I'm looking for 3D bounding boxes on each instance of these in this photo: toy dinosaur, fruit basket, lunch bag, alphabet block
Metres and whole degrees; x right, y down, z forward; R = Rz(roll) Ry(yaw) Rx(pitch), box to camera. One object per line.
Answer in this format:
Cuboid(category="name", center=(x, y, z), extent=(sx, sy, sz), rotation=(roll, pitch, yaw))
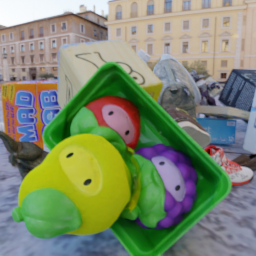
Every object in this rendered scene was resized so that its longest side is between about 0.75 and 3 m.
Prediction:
Cuboid(category="toy dinosaur", center=(-1.845, 0.752, 5.737), extent=(2.499, 0.962, 1.278), rotation=(22, 5, -19))
Cuboid(category="fruit basket", center=(-0.173, 0.474, 3.735), extent=(2.668, 1.924, 2.668), rotation=(43, 9, -9))
Cuboid(category="lunch bag", center=(1.351, -1.125, 8.561), extent=(1.234, 1.485, 1.771), rotation=(-13, 41, 7))
Cuboid(category="alphabet block", center=(-0.480, -0.712, 5.899), extent=(1.586, 1.594, 1.624), rotation=(-15, 53, -25))

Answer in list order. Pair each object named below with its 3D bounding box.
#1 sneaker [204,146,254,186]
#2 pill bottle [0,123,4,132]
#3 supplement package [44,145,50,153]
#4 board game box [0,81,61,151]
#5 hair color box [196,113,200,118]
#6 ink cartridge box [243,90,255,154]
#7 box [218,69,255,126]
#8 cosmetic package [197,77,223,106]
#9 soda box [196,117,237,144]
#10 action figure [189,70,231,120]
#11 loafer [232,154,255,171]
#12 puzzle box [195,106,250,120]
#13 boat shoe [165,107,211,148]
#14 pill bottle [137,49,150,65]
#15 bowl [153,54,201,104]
Cuboid(category="sneaker", center=(2.179, 0.827, 6.281), extent=(1.562, 0.837, 0.522), rotation=(-4, 15, -15))
Cuboid(category="pill bottle", center=(-4.678, -0.004, 11.295), extent=(1.013, 0.569, 0.569), rotation=(-1, 11, -3))
Cuboid(category="supplement package", center=(-1.554, 0.478, 8.219), extent=(1.130, 0.804, 1.451), rotation=(6, 12, 28))
Cuboid(category="board game box", center=(-3.037, -0.543, 9.899), extent=(2.143, 2.145, 2.143), rotation=(-2, 11, -10))
Cuboid(category="hair color box", center=(2.456, -0.140, 11.055), extent=(0.535, 0.928, 1.673), rotation=(5, 13, 23))
Cuboid(category="ink cartridge box", center=(4.482, -0.399, 7.887), extent=(1.809, 2.490, 1.089), rotation=(3, 14, -25))
Cuboid(category="box", center=(5.930, -1.190, 11.968), extent=(2.738, 1.697, 2.691), rotation=(-4, 39, -27))
Cuboid(category="cosmetic package", center=(3.233, -1.439, 12.052), extent=(1.526, 0.803, 0.542), rotation=(-35, -16, -21))
Cuboid(category="soda box", center=(2.273, 0.052, 9.694), extent=(2.630, 0.844, 0.892), rotation=(4, 5, -1))
Cuboid(category="action figure", center=(3.150, -1.191, 11.277), extent=(1.722, 2.646, 0.918), rotation=(-29, 3, -27))
Cuboid(category="loafer", center=(2.840, 0.860, 7.122), extent=(1.240, 0.440, 0.453), rotation=(-4, 8, -24))
Cuboid(category="puzzle box", center=(3.199, -0.485, 9.286), extent=(1.911, 0.243, 1.271), rotation=(7, 1, -41))
Cuboid(category="boat shoe", center=(1.717, 0.094, 8.082), extent=(0.872, 0.723, 2.428), rotation=(-32, -30, 20))
Cuboid(category="pill bottle", center=(0.305, -2.575, 11.732), extent=(0.757, 1.368, 0.757), rotation=(35, 18, -13))
Cuboid(category="bowl", center=(1.650, -1.579, 10.773), extent=(1.045, 2.326, 2.326), rotation=(-38, 15, -1))
